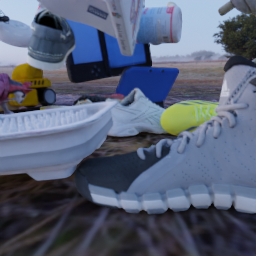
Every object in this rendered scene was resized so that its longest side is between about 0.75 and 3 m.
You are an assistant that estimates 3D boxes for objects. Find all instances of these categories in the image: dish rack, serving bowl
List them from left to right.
[{"bbox_3d":[-1.627,0.186,3.724,2.943,0.641,2.526,-7,9,6],"label":"dish rack"},{"bbox_3d":[-3.365,-2.933,8.458,1.293,0.425,1.293,19,33,-13],"label":"serving bowl"}]

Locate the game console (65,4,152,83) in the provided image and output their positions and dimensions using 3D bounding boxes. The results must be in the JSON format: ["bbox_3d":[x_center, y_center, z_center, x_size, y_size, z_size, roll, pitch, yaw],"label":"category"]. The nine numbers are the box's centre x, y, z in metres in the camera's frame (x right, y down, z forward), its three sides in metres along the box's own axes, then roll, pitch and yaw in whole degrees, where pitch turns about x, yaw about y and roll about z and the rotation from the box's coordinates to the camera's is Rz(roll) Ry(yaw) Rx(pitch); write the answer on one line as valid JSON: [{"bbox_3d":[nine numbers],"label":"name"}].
[{"bbox_3d":[-0.796,-3.153,9.425,2.556,2.907,1.692,-20,15,-42],"label":"game console"}]

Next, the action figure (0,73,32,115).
[{"bbox_3d":[-3.973,-0.956,7.400,2.794,2.080,1.871,-19,10,-19],"label":"action figure"}]

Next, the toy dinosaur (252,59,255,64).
[{"bbox_3d":[3.464,-2.046,6.509,2.609,1.150,0.619,-29,65,-28],"label":"toy dinosaur"}]

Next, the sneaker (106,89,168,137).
[{"bbox_3d":[0.404,-0.385,6.479,2.104,1.045,0.820,-6,12,-30],"label":"sneaker"}]

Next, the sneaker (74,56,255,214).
[{"bbox_3d":[0.733,0.036,2.904,2.615,1.510,0.981,1,10,6],"label":"sneaker"}]

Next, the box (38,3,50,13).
[{"bbox_3d":[-1.312,-3.740,6.840,0.471,2.272,0.440,38,25,-30],"label":"box"}]

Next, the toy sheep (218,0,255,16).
[{"bbox_3d":[3.140,-3.291,6.338,2.302,1.587,1.587,-36,-6,25],"label":"toy sheep"}]

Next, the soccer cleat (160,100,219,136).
[{"bbox_3d":[1.986,-0.244,6.020,2.565,0.829,1.073,0,-7,-11],"label":"soccer cleat"}]

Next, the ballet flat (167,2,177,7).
[{"bbox_3d":[1.621,-4.069,9.790,0.366,1.054,0.366,-21,-17,-7],"label":"ballet flat"}]

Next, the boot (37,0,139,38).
[{"bbox_3d":[-1.046,-3.138,6.697,2.818,1.025,1.273,21,37,-31],"label":"boot"}]

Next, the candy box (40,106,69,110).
[{"bbox_3d":[-2.925,-0.790,11.188,1.017,0.134,0.520,0,11,4],"label":"candy box"}]

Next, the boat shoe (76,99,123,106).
[{"bbox_3d":[-1.049,-0.320,6.932,2.201,0.753,0.823,-6,12,-28],"label":"boat shoe"}]

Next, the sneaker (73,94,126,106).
[{"bbox_3d":[-0.923,-0.692,8.968,2.141,0.757,1.046,5,11,37],"label":"sneaker"}]

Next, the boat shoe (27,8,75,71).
[{"bbox_3d":[-1.759,-2.331,6.680,1.062,0.901,2.916,9,33,-12],"label":"boat shoe"}]

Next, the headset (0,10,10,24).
[{"bbox_3d":[-3.761,-3.173,7.398,1.673,1.033,0.786,36,50,20],"label":"headset"}]

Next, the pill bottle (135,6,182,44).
[{"bbox_3d":[0.632,-3.127,8.595,1.911,1.039,1.039,5,11,17],"label":"pill bottle"}]

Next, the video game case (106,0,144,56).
[{"bbox_3d":[0.112,-3.027,5.228,0.308,2.597,2.364,11,-9,8],"label":"video game case"}]

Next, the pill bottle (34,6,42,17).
[{"bbox_3d":[-2.590,-4.187,9.661,0.803,1.430,0.803,14,-21,6],"label":"pill bottle"}]

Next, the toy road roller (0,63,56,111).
[{"bbox_3d":[-4.174,-1.660,10.984,1.515,1.800,2.466,-2,8,33],"label":"toy road roller"}]

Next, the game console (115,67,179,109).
[{"bbox_3d":[0.143,-1.453,10.607,2.819,1.668,2.406,-8,14,-42],"label":"game console"}]
